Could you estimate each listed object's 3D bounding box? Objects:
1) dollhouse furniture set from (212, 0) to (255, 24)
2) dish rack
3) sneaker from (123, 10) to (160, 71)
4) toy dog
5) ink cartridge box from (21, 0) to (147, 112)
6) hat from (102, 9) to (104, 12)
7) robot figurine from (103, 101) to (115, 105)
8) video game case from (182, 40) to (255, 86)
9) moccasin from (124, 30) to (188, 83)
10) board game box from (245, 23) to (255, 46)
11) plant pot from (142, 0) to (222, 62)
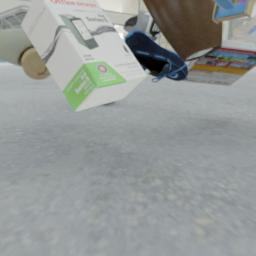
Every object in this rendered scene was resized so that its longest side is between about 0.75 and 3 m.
[{"bbox_3d":[1.639,-2.489,4.835,1.076,1.016,0.702,19,-4,-38],"label":"dollhouse furniture set"},{"bbox_3d":[-3.149,-2.866,8.555,1.739,0.441,2.026,-13,-24,16],"label":"dish rack"},{"bbox_3d":[0.307,-3.395,11.113,1.477,2.557,0.959,37,27,28],"label":"sneaker"},{"bbox_3d":[-2.731,-2.189,6.238,2.851,1.373,1.881,11,24,-48],"label":"toy dog"},{"bbox_3d":[-0.880,-1.580,5.754,1.577,2.167,0.910,-23,-13,-49],"label":"ink cartridge box"},{"bbox_3d":[-0.792,-2.545,8.332,0.717,1.778,1.778,18,13,-12],"label":"hat"},{"bbox_3d":[-1.284,-1.645,13.510,0.996,1.199,1.596,-28,25,-17],"label":"robot figurine"},{"bbox_3d":[2.960,-1.998,9.006,1.966,0.240,2.750,5,-12,-5],"label":"video game case"},{"bbox_3d":[0.810,-1.842,8.267,2.546,0.868,1.024,18,-30,-35],"label":"moccasin"},{"bbox_3d":[3.547,-2.337,6.520,0.275,1.266,1.260,22,39,-29],"label":"board game box"},{"bbox_3d":[1.470,-2.785,6.871,1.957,2.094,1.957,-18,0,0],"label":"plant pot"}]
